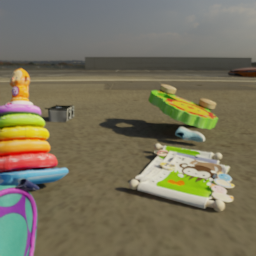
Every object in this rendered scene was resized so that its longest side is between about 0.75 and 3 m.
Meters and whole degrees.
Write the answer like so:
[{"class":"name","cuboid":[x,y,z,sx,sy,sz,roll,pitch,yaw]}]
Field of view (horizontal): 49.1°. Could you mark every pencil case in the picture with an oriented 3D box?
[{"class":"pencil case","cuboid":[-2.535,1.127,3.565,2.766,1.278,1.177,3,53,19]}]

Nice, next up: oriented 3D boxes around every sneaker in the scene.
[{"class":"sneaker","cuboid":[1.894,0.292,8.716,0.949,0.351,0.389,20,47,37]}]

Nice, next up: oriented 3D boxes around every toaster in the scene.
[{"class":"toaster","cuboid":[-2.963,-0.644,12.254,1.058,0.628,0.956,2,14,7]}]

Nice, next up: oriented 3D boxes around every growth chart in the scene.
[{"class":"growth chart","cuboid":[1.293,0.983,6.370,2.113,0.259,2.920,6,15,18]}]

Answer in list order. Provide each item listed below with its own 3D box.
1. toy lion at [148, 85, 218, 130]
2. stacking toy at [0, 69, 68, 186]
[{"class":"toy lion","cuboid":[1.940,-0.728,10.257,2.746,0.943,2.632,25,20,23]},{"class":"stacking toy","cuboid":[-2.114,-0.048,5.552,1.372,2.364,1.297,-10,-9,32]}]
